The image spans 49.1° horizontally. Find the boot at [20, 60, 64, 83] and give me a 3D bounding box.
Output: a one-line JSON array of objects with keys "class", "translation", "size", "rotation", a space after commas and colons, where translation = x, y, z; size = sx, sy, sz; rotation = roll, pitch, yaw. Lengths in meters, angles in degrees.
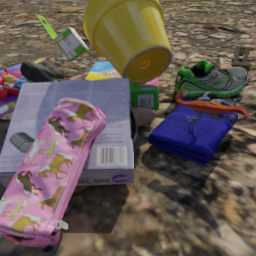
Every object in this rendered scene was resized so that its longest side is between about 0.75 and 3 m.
[{"class": "boot", "translation": [-2.240, -1.442, 8.229], "size": [1.653, 0.577, 1.088], "rotation": [47, 35, 10]}]

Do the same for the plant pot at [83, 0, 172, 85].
[{"class": "plant pot", "translation": [0.113, -2.339, 7.402], "size": [2.142, 2.142, 2.016], "rotation": [-14, 62, -20]}]

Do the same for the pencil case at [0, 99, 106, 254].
[{"class": "pencil case", "translation": [-1.195, 0.650, 4.632], "size": [1.079, 1.032, 2.493], "rotation": [22, 57, -7]}]

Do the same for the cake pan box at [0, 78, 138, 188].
[{"class": "cake pan box", "translation": [-1.165, 0.010, 6.128], "size": [2.751, 0.720, 2.534], "rotation": [-4, 53, 0]}]

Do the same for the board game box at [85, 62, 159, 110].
[{"class": "board game box", "translation": [-0.174, -1.385, 8.656], "size": [2.213, 0.583, 2.892], "rotation": [-1, 29, 6]}]

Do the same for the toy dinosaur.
[{"class": "toy dinosaur", "translation": [1.710, -0.551, 6.107], "size": [1.277, 0.739, 1.407], "rotation": [15, -10, -3]}]

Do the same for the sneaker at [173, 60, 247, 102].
[{"class": "sneaker", "translation": [2.683, -1.554, 8.751], "size": [2.658, 1.132, 1.037], "rotation": [-15, 37, -22]}]

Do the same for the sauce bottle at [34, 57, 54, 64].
[{"class": "sauce bottle", "translation": [-3.327, -1.619, 9.196], "size": [0.701, 0.701, 2.125], "rotation": [19, 44, 26]}]

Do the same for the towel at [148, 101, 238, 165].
[{"class": "towel", "translation": [1.648, 0.051, 6.976], "size": [1.574, 0.528, 2.132], "rotation": [17, 36, 30]}]

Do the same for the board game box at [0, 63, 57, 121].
[{"class": "board game box", "translation": [-3.210, -1.267, 8.223], "size": [1.895, 0.467, 2.399], "rotation": [43, 53, 17]}]

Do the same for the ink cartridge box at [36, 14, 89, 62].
[{"class": "ink cartridge box", "translation": [-1.803, -2.643, 7.843], "size": [0.562, 1.484, 1.097], "rotation": [-34, 17, 7]}]

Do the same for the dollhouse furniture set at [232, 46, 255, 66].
[{"class": "dollhouse furniture set", "translation": [4.602, -2.828, 11.256], "size": [0.678, 0.682, 0.967], "rotation": [11, 6, 16]}]

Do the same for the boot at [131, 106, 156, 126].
[{"class": "boot", "translation": [-0.130, -0.070, 6.931], "size": [1.567, 0.550, 1.146], "rotation": [-10, 19, 16]}]
